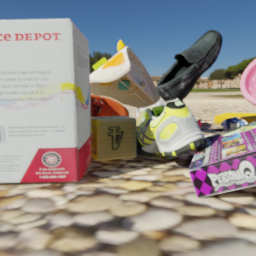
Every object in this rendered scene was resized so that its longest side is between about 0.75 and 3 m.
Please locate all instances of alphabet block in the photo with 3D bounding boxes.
[{"bbox_3d":[-0.382,0.200,6.281,0.903,0.887,0.882,-3,5,-21],"label":"alphabet block"}]

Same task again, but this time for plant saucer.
[{"bbox_3d":[4.453,-1.379,7.863,2.401,2.401,0.609,9,-28,49],"label":"plant saucer"}]

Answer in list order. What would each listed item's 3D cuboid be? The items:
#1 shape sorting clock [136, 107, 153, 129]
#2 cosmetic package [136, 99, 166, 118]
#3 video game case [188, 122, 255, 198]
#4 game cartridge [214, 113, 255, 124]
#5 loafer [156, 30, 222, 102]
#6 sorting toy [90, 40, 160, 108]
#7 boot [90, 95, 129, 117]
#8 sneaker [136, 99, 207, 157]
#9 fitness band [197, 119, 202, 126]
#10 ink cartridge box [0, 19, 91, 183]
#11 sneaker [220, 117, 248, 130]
[{"bbox_3d":[0.703,-0.092,7.988,1.024,1.024,0.201,4,10,31],"label":"shape sorting clock"},{"bbox_3d":[1.198,-0.924,14.081,0.684,1.116,2.703,-5,8,-20],"label":"cosmetic package"},{"bbox_3d":[2.388,0.244,4.687,2.481,0.490,2.738,-18,1,19],"label":"video game case"},{"bbox_3d":[5.588,-0.389,12.768,2.819,0.457,2.485,2,7,33],"label":"game cartridge"},{"bbox_3d":[1.927,-2.024,8.717,1.002,2.854,0.969,44,-9,-38],"label":"loafer"},{"bbox_3d":[-0.695,-1.413,9.633,2.647,1.571,2.940,-27,-22,16],"label":"sorting toy"},{"bbox_3d":[-1.060,-0.463,7.596,2.707,1.016,1.452,11,2,-24],"label":"boot"},{"bbox_3d":[0.699,0.028,5.936,0.977,0.990,2.592,-16,0,-23],"label":"sneaker"},{"bbox_3d":[2.596,-0.215,12.016,1.008,0.263,1.404,1,6,25],"label":"fitness band"},{"bbox_3d":[-1.678,-0.479,5.085,1.841,2.534,1.833,0,8,0],"label":"ink cartridge box"},{"bbox_3d":[3.943,-0.057,10.529,0.759,0.418,1.037,-20,24,-5],"label":"sneaker"}]
